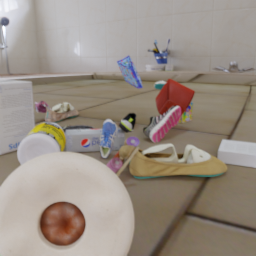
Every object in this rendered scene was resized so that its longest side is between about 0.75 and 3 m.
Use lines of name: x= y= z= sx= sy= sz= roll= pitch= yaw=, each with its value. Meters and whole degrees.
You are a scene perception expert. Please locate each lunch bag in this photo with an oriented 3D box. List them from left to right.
lunch bag: x=0.146 y=-2.330 z=12.081 sx=0.662 sy=1.060 sz=1.408 roll=-28 pitch=36 yaw=0

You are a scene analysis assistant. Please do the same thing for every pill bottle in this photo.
pill bottle: x=-2.514 y=0.483 z=8.495 sx=1.145 sy=1.145 sz=2.036 roll=-2 pitch=15 yaw=-6

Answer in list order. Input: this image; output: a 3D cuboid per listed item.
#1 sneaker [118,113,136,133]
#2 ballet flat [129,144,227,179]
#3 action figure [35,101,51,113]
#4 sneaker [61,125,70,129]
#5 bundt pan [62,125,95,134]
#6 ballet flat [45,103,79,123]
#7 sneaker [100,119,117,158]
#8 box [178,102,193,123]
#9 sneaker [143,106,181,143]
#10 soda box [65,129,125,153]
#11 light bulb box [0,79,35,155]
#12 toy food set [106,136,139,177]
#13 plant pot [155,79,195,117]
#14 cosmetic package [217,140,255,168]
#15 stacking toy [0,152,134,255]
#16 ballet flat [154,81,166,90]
sneaker: x=0.100 y=-0.216 z=9.946 sx=0.557 sy=0.643 sz=1.552 roll=40 pitch=9 yaw=-4
ballet flat: x=1.409 y=0.872 z=7.595 sx=2.752 sy=0.867 sz=0.945 roll=-2 pitch=15 yaw=-9
action figure: x=-4.147 y=-1.096 z=13.613 sx=0.679 sy=0.754 sz=1.013 roll=-2 pitch=-20 yaw=-25
sneaker: x=-2.766 y=0.097 z=11.437 sx=0.480 sy=0.358 sz=1.068 roll=10 pitch=20 yaw=16
bundt pan: x=-1.876 y=0.272 z=10.604 sx=1.253 sy=0.470 sz=1.253 roll=0 pitch=14 yaw=0
ballet flat: x=-3.228 y=-0.829 z=14.051 sx=0.814 sy=0.805 sz=2.393 roll=7 pitch=16 yaw=20
sneaker: x=-0.620 y=0.359 z=8.754 sx=0.497 sy=1.312 sz=0.506 roll=7 pitch=27 yaw=4
box: x=2.644 y=-0.774 z=13.644 sx=0.573 sy=0.905 sz=0.940 roll=14 pitch=21 yaw=42
sneaker: x=1.290 y=-0.255 z=10.895 sx=0.844 sy=0.712 sz=1.930 roll=23 pitch=58 yaw=42
soda box: x=-1.139 y=0.412 z=9.660 sx=2.005 sy=0.636 sz=0.684 roll=-2 pitch=14 yaw=-12
light bulb box: x=-4.577 y=-0.511 z=9.954 sx=2.283 sy=2.303 sz=1.437 roll=11 pitch=17 yaw=36
toy food set: x=-0.212 y=0.735 z=7.770 sx=0.324 sy=1.307 sz=2.057 roll=37 pitch=-2 yaw=-5
plant pot: x=1.912 y=-1.050 z=11.818 sx=1.289 sy=1.288 sz=1.136 roll=25 pitch=44 yaw=-7
cosmetic package: x=3.705 y=0.802 z=8.688 sx=1.667 sy=0.431 sz=1.257 roll=6 pitch=18 yaw=24
stacking toy: x=-0.970 y=1.342 z=4.943 sx=1.975 sy=1.975 sz=2.703 roll=-1 pitch=-1 yaw=-4
ballet flat: x=1.632 y=-1.874 z=12.295 sx=1.168 sy=0.419 sz=0.419 roll=3 pitch=13 yaw=-18
